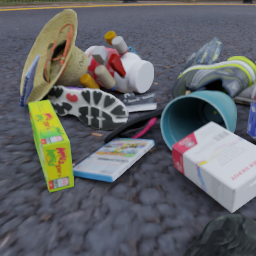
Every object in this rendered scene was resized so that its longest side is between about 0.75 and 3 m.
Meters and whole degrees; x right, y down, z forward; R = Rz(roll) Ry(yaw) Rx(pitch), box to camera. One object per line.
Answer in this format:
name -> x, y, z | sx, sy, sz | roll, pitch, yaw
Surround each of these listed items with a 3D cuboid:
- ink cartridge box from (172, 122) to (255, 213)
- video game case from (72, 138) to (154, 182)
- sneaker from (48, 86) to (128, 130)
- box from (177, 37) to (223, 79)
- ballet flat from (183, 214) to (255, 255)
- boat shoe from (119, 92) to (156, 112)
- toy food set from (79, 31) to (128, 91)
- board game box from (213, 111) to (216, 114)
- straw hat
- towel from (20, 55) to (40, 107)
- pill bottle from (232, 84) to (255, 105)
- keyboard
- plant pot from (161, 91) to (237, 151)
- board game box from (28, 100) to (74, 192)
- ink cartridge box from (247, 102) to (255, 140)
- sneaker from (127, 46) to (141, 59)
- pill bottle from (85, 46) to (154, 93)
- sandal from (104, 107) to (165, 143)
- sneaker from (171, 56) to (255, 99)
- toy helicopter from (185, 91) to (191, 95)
ink cartridge box -> 1.533, 0.579, 4.628 | 0.995, 0.577, 1.349 | -26, 39, -20
video game case -> -0.281, 0.583, 5.606 | 1.052, 0.131, 1.470 | 1, 24, 38
sneaker -> -0.991, -0.712, 7.406 | 2.450, 0.988, 1.022 | 19, 26, 27
box -> 2.248, -2.043, 8.802 | 0.394, 1.216, 1.543 | 41, 51, -14
ballet flat -> 1.064, 1.673, 3.462 | 2.175, 0.618, 0.723 | -15, 43, -42
boat shoe -> 0.054, -0.738, 7.787 | 1.540, 0.522, 0.552 | -5, 15, -11
toy food set -> -0.531, -1.843, 8.274 | 0.947, 0.893, 1.984 | 5, 62, 32
board game box -> 2.405, -0.400, 7.621 | 0.803, 0.191, 0.408 | -17, 33, -28
straw hat -> -1.849, -1.805, 8.158 | 1.261, 2.980, 2.980 | 21, 12, -40
towel -> -2.599, -1.215, 7.445 | 0.149, 1.253, 0.907 | 21, 50, -14
pill bottle -> 3.462, -1.028, 8.298 | 1.110, 0.615, 0.615 | 20, 34, 38
keyboard -> -2.467, -1.355, 9.259 | 1.273, 0.485, 2.447 | -39, 49, -23
plant pot -> 1.636, -0.166, 5.977 | 1.421, 1.421, 1.335 | 19, 30, 31
board game box -> -1.569, 0.266, 5.573 | 0.458, 0.977, 1.924 | -11, 30, -22
ink cartridge box -> 2.864, -0.040, 5.883 | 0.182, 0.842, 0.827 | -20, 42, 52
sneaker -> -0.077, -2.588, 10.032 | 0.547, 0.612, 1.493 | -50, 25, -17
pill bottle -> -0.361, -1.891, 9.222 | 2.292, 1.287, 1.287 | 21, 35, 33
sandal -> 0.380, -0.036, 6.485 | 1.971, 0.444, 0.740 | -23, -6, -19
sneaker -> 1.944, -1.066, 7.271 | 1.089, 0.994, 2.690 | -40, 13, -26
toy helicopter -> 1.501, -0.463, 7.073 | 0.374, 0.949, 0.628 | 1, -17, 33
